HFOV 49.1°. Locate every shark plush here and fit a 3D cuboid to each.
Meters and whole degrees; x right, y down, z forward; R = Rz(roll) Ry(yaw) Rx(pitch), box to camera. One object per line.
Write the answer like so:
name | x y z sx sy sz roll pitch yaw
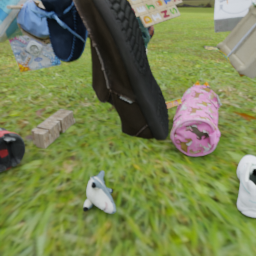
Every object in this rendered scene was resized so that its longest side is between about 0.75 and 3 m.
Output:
shark plush | -0.572 1.320 5.779 0.570 0.622 1.368 17 4 -10

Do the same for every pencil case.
pencil case | 1.958 -0.282 7.890 1.144 1.196 2.764 43 31 -6

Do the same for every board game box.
board game box | 0.880 -0.526 8.370 0.786 0.247 1.645 -20 -5 -33
board game box | -2.978 -2.504 8.866 1.359 1.359 0.176 -12 31 -2

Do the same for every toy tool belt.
toy tool belt | -1.794 -2.360 6.195 1.566 0.978 0.962 20 9 15

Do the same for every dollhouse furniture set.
dollhouse furniture set | 3.568 -2.239 6.387 1.314 2.618 1.715 26 31 -21

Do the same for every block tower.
block tower | -2.141 -0.034 8.109 0.447 0.479 1.656 9 27 16

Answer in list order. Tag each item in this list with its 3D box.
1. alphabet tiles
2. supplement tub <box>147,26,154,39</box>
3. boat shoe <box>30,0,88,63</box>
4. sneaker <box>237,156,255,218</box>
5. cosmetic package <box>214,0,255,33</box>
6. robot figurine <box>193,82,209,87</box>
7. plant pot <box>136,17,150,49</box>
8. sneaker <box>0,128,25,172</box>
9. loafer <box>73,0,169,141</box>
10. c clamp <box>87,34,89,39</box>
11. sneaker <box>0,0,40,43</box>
alphabet tiles | 0.520 -3.476 7.303 1.947 1.620 0.062 -29 -1 -29
supplement tub | 0.533 -3.367 9.474 0.683 0.683 1.276 4 8 7
boat shoe | -1.067 -1.905 4.053 0.826 1.964 0.674 9 29 20
sneaker | 2.641 1.001 5.811 0.648 0.738 1.843 7 27 18
cosmetic package | 3.392 -3.853 7.883 1.760 0.603 2.335 2 68 19
robot figurine | 2.906 -1.571 11.271 0.760 0.305 1.048 7 28 17
plant pot | -0.331 -3.006 8.145 1.893 1.893 1.854 -10 63 -20
sneaker | -3.925 0.630 6.176 2.957 1.045 1.445 -19 33 -36
loafer | -0.191 -0.825 4.334 1.020 2.859 1.043 -12 34 19
c clamp | -1.380 -3.379 10.431 2.251 0.305 1.923 0 18 -32
sneaker | -2.828 -2.574 7.252 1.163 2.924 1.909 49 6 20
